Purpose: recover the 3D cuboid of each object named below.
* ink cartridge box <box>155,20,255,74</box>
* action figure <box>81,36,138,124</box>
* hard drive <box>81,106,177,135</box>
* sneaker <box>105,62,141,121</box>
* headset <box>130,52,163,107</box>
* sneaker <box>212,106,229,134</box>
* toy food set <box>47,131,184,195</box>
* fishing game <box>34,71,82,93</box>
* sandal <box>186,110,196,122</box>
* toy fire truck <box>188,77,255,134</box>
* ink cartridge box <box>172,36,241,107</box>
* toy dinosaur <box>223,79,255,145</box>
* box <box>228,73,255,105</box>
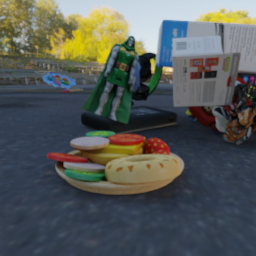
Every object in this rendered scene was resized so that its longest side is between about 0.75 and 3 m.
[{"bbox_3d":[2.214,-2.163,7.663,2.803,1.182,2.046,5,13,3],"label":"ink cartridge box"},{"bbox_3d":[-0.272,-1.381,7.575,1.363,2.308,0.631,17,3,-18],"label":"action figure"},{"bbox_3d":[0.026,-0.334,10.097,2.873,0.472,2.005,-9,17,-35],"label":"hard drive"},{"bbox_3d":[-0.088,-1.262,8.792,0.968,2.463,1.098,-3,-33,40],"label":"sneaker"},{"bbox_3d":[0.499,-1.653,10.305,1.349,1.774,2.872,31,46,29],"label":"headset"},{"bbox_3d":[2.783,-0.152,8.180,0.567,0.525,1.398,-28,-44,32],"label":"sneaker"},{"bbox_3d":[-0.197,0.575,5.315,2.460,0.605,2.486,3,12,14],"label":"toy food set"},{"bbox_3d":[-1.803,-1.289,7.419,1.247,0.194,0.893,36,32,30],"label":"fishing game"},{"bbox_3d":[2.633,-0.562,11.337,0.435,0.476,1.094,-15,10,32],"label":"sandal"},{"bbox_3d":[3.128,-0.638,9.274,2.206,1.237,1.852,-3,52,-8],"label":"toy fire truck"},{"bbox_3d":[1.735,-1.251,6.482,1.388,1.581,0.663,0,52,10],"label":"ink cartridge box"},{"bbox_3d":[3.094,-0.347,6.982,1.069,1.421,2.093,30,-31,-22],"label":"toy dinosaur"},{"bbox_3d":[3.577,-1.659,11.231,2.697,1.676,2.003,4,20,-11],"label":"box"}]
